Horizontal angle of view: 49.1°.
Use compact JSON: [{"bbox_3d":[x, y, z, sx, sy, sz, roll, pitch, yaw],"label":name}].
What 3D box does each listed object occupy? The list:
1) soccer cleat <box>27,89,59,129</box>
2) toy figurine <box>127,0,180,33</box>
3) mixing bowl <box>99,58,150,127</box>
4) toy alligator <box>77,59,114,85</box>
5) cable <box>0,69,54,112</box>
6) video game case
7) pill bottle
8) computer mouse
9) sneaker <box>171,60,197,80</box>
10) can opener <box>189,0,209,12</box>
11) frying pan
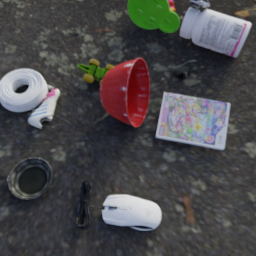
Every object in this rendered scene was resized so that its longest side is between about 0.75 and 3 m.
[{"bbox_3d":[-2.960,-0.680,10.359,0.724,0.586,1.677,35,68,2],"label":"soccer cleat"},{"bbox_3d":[1.413,-5.746,12.743,2.464,1.850,2.268,27,52,-10],"label":"toy figurine"},{"bbox_3d":[-0.181,-1.237,9.821,1.275,2.355,2.355,5,59,22],"label":"mixing bowl"},{"bbox_3d":[-0.740,-1.953,11.026,2.603,0.625,0.863,20,77,-1],"label":"toy alligator"},{"bbox_3d":[-4.026,-1.433,10.676,1.808,0.626,1.808,32,65,17],"label":"cable"},{"bbox_3d":[2.289,-0.259,9.918,2.370,0.213,1.697,11,77,6],"label":"video game case"},{"bbox_3d":[3.571,-4.024,11.666,2.561,1.452,1.452,24,63,13],"label":"pill bottle"},{"bbox_3d":[-0.279,2.453,8.517,2.626,0.576,1.440,6,60,3],"label":"computer mouse"},{"bbox_3d":[2.371,-2.308,11.305,1.115,0.426,0.638,-23,65,-9],"label":"sneaker"},{"bbox_3d":[3.136,-5.537,11.965,0.798,1.000,2.992,16,26,9],"label":"can opener"},{"bbox_3d":[-3.576,1.799,9.012,2.322,0.378,1.405,-20,62,-9],"label":"frying pan"}]
